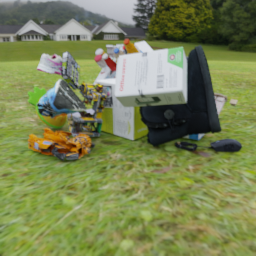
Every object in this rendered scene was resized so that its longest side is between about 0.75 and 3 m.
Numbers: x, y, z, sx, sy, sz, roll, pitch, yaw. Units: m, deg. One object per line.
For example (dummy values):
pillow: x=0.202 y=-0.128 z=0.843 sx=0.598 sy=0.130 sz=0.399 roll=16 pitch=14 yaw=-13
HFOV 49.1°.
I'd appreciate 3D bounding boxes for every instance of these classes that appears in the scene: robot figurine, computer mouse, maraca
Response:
robot figurine: x=-2.074 y=0.494 z=8.844 sx=1.995 sy=0.581 sz=1.446 roll=8 pitch=21 yaw=23
computer mouse: x=2.602 y=0.513 z=9.156 sx=2.161 sy=0.368 sz=0.634 roll=1 pitch=19 yaw=4
maraca: x=-3.128 y=-0.782 z=10.963 sx=0.984 sy=1.839 sz=1.261 roll=-29 pitch=20 yaw=33

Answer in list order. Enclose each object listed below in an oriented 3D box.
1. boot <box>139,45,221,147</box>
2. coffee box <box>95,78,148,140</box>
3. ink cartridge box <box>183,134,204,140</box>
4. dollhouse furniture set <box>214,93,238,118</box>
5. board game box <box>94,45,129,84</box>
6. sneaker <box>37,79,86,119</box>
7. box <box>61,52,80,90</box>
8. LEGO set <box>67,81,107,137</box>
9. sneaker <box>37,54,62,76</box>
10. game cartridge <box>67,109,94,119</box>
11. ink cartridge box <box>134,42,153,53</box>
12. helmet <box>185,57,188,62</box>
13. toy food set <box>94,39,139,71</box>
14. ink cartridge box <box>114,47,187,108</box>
boot: x=1.497 y=-0.975 z=8.979 sx=2.431 sy=2.893 sz=1.105 roll=-11 pitch=-4 yaw=18
coffee box: x=0.112 y=-0.855 z=10.793 sx=1.932 sy=1.954 sz=1.951 roll=15 pitch=23 yaw=38
ink cartridge box: x=2.051 y=-0.092 z=10.530 sx=1.563 sy=0.662 sz=1.130 roll=7 pitch=18 yaw=28
dollhouse furniture set: x=2.681 y=-0.795 z=9.554 sx=1.665 sy=0.813 sz=1.420 roll=15 pitch=57 yaw=30
board game box: x=-0.560 y=-2.181 z=12.434 sx=0.446 sy=1.626 sz=2.575 roll=11 pitch=63 yaw=32
sneaker: x=-2.122 y=-0.685 z=8.561 sx=1.264 sy=1.101 sz=2.810 roll=-39 pitch=13 yaw=-4
box: x=-1.955 y=-1.943 z=9.563 sx=0.226 sy=1.020 sz=0.817 roll=-13 pitch=-31 yaw=16
LEGO set: x=-1.719 y=-0.629 z=10.010 sx=1.244 sy=2.147 sz=1.651 roll=-1 pitch=30 yaw=-40
sneaker: x=-2.431 y=-2.185 z=9.775 sx=0.608 sy=0.660 sz=1.496 roll=18 pitch=10 yaw=33
game cartridge: x=-1.721 y=-0.569 z=12.712 sx=1.718 sy=0.330 sz=1.114 roll=-15 pitch=27 yaw=-40
ink cartridge box: x=0.531 y=-2.714 z=11.958 sx=0.542 sy=1.625 sz=0.941 roll=-23 pitch=64 yaw=-30
helmet: x=2.180 y=-1.652 z=11.638 sx=2.415 sy=2.415 sz=2.303 roll=2 pitch=-15 yaw=6
toy food set: x=-0.659 y=-2.886 z=10.951 sx=2.045 sy=0.976 sz=0.920 roll=14 pitch=-18 yaw=34
ink cartridge box: x=0.669 y=-1.407 z=8.022 sx=1.910 sy=1.394 sz=0.803 roll=-2 pitch=-21 yaw=19
